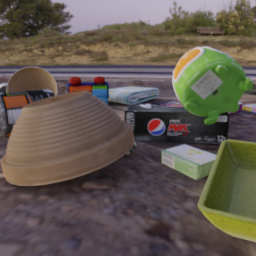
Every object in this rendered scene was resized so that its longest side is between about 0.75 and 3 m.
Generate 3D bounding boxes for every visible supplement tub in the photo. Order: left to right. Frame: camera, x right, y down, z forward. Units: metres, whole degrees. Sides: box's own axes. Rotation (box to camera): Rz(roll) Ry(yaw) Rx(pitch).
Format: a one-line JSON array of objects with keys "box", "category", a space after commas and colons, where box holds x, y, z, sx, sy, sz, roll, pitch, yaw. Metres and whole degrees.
[{"box": [-3.174, -0.450, 8.250, 2.021, 1.238, 1.238, -10, 19, -33], "category": "supplement tub"}]

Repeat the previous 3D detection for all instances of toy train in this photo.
[{"box": [-2.262, -1.303, 11.781, 2.947, 1.247, 1.705, -2, 29, -6], "category": "toy train"}]

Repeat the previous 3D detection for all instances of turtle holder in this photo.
[{"box": [2.054, -1.138, 6.806, 2.084, 1.583, 1.480, 1, 41, -20], "category": "turtle holder"}]

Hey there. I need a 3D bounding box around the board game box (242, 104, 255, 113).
[{"box": [5.246, -0.794, 11.492, 0.670, 0.177, 0.876, -5, 16, -18], "category": "board game box"}]

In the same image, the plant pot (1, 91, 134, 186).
[{"box": [-1.302, 0.002, 5.672, 2.675, 1.235, 2.675, -13, 15, 4], "category": "plant pot"}]

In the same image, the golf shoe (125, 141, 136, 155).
[{"box": [-0.392, 0.383, 6.809, 1.190, 0.459, 0.524, 13, 15, 12], "category": "golf shoe"}]

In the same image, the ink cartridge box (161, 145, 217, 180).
[{"box": [1.583, 0.636, 6.061, 1.429, 0.343, 1.040, -12, 19, -32], "category": "ink cartridge box"}]

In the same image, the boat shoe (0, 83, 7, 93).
[{"box": [-4.646, -1.422, 12.803, 2.377, 0.899, 0.717, 0, 52, -35], "category": "boat shoe"}]

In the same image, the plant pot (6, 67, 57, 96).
[{"box": [-3.651, -1.299, 10.942, 1.813, 1.813, 1.217, -3, -11, -10], "category": "plant pot"}]

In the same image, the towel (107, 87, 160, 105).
[{"box": [0.066, -1.613, 13.763, 2.107, 0.593, 2.461, 11, 19, 44], "category": "towel"}]

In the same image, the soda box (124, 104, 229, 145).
[{"box": [1.296, -0.124, 7.764, 2.736, 0.866, 0.968, 3, 16, 9], "category": "soda box"}]

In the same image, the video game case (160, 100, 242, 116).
[{"box": [2.829, -0.776, 10.852, 2.384, 0.427, 2.160, -15, 22, -40], "category": "video game case"}]

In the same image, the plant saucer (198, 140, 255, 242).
[{"box": [2.450, 0.992, 4.014, 2.452, 0.588, 2.456, 7, 22, 24], "category": "plant saucer"}]
